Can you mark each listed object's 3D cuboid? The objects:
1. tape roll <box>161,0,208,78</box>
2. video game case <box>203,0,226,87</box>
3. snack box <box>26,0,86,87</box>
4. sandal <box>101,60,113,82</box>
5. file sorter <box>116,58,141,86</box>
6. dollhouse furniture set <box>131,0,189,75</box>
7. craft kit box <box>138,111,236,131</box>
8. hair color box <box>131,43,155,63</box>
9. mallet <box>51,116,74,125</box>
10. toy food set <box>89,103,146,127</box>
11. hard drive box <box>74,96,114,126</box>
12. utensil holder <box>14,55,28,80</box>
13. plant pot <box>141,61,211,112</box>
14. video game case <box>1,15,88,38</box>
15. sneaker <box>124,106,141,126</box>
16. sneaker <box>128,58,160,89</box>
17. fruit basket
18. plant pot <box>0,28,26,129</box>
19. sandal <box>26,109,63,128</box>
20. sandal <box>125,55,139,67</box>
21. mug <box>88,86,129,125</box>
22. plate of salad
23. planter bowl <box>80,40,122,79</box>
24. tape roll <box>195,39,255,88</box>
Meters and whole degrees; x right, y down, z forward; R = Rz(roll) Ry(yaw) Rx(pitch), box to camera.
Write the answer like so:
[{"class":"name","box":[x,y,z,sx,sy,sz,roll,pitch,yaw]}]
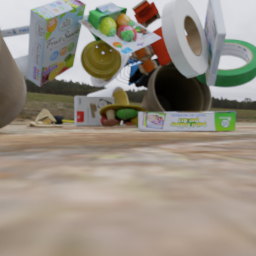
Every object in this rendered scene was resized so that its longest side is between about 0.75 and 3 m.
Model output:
[{"class":"tape roll","box":[1.747,-2.662,8.332,0.426,2.330,2.330,-12,-6,36]},{"class":"video game case","box":[2.808,-3.021,9.347,0.288,2.431,2.213,0,-33,7]},{"class":"snack box","box":[-2.422,-2.819,9.286,0.691,2.608,1.855,34,46,8]},{"class":"sandal","box":[-1.238,-2.671,11.464,0.705,1.922,0.632,-40,-38,11]},{"class":"file sorter","box":[0.188,-3.079,14.960,0.956,1.081,1.557,26,36,25]},{"class":"dollhouse furniture set","box":[1.018,-3.328,10.051,2.247,2.223,1.158,-29,-7,21]},{"class":"craft kit box","box":[1.560,-0.194,8.152,2.422,0.595,2.452,3,2,6]},{"class":"hair color box","box":[0.753,-3.315,11.907,0.797,0.473,1.459,15,-15,-17]},{"class":"mallet","box":[-3.073,-0.339,16.329,2.776,0.571,0.914,4,3,2]},{"class":"toy food set","box":[-0.452,-0.363,12.391,2.569,0.839,1.511,2,-24,-10]},{"class":"hard drive box","box":[-1.714,-0.826,14.174,1.923,1.499,0.739,-1,3,-18]},{"class":"utensil holder","box":[-4.048,-2.503,11.395,1.122,0.954,0.954,-28,17,-31]},{"class":"plant pot","box":[1.869,-1.197,12.745,2.893,2.893,2.510,-1,-16,-21]},{"class":"video game case","box":[-3.113,-4.147,11.275,2.681,0.324,2.941,2,27,27]},{"class":"sneaker","box":[0.715,-0.716,16.454,1.118,1.164,2.968,-2,2,-37]},{"class":"sneaker","box":[1.263,-2.934,13.489,0.871,2.901,1.513,41,-3,25]},{"class":"fruit basket","box":[-0.236,-3.280,9.224,2.109,0.989,1.954,36,49,22]},{"class":"plant pot","box":[-3.345,-1.030,5.412,2.848,2.848,2.472,0,-14,8]},{"class":"sandal","box":[-3.671,-0.413,11.996,2.330,0.766,0.854,1,2,42]},{"class":"sandal","box":[0.112,-3.947,16.308,1.759,0.480,0.719,-16,-1,32]},{"class":"mug","box":[-1.316,-1.102,16.606,2.286,2.230,2.784,-4,-23,26]},{"class":"plate of salad","box":[-0.725,-3.100,12.779,0.693,2.887,2.887,28,-16,-37]},{"class":"planter bowl","box":[-0.893,-2.469,9.635,1.474,1.474,0.614,0,-8,-12]},{"class":"tape roll","box":[3.989,-2.695,11.480,2.652,2.652,0.638,0,-43,14]}]
